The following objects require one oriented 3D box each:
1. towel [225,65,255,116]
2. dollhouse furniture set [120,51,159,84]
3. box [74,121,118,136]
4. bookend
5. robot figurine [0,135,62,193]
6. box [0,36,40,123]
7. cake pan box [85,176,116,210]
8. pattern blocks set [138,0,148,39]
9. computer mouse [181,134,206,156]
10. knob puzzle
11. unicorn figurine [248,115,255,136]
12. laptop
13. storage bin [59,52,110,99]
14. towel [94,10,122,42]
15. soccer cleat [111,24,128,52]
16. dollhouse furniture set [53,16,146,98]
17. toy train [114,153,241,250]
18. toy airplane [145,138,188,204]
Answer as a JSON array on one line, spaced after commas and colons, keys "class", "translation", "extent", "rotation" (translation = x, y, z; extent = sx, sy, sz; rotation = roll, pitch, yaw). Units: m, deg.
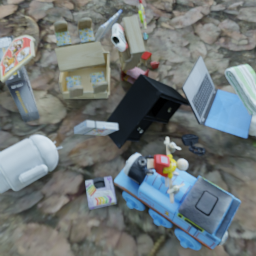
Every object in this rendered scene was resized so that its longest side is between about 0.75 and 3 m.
[{"class": "towel", "translation": [3.241, -1.089, 7.390], "extent": [1.786, 0.274, 1.333], "rotation": [-23, 82, -49]}, {"class": "dollhouse furniture set", "translation": [0.535, -2.171, 9.925], "extent": [0.873, 0.660, 1.622], "rotation": [30, 59, 20]}, {"class": "box", "translation": [-0.852, 0.020, 7.409], "extent": [0.935, 0.729, 0.193], "rotation": [4, 73, -36]}, {"class": "bookend", "translation": [0.582, -0.370, 8.311], "extent": [0.906, 1.954, 1.966], "rotation": [48, 111, 28]}, {"class": "robot figurine", "translation": [-2.697, 0.905, 7.425], "extent": [1.925, 1.087, 1.632], "rotation": [-30, 37, -21]}, {"class": "box", "translation": [-3.454, -1.536, 8.810], "extent": [0.528, 1.729, 2.184], "rotation": [-18, 56, -13]}, {"class": "cake pan box", "translation": [-0.728, 1.696, 7.403], "extent": [0.725, 0.206, 0.788], "rotation": [-8, 54, -8]}, {"class": "pattern blocks set", "translation": [0.566, -4.265, 10.774], "extent": [0.134, 1.648, 1.449], "rotation": [-8, 26, 11]}, {"class": "computer mouse", "translation": [1.752, 0.489, 7.515], "extent": [0.457, 0.265, 1.559], "rotation": [-8, 15, 2]}, {"class": "knob puzzle", "translation": [-2.756, -1.829, 6.793], "extent": [1.327, 0.184, 1.327], "rotation": [-16, 58, 27]}, {"class": "unicorn figurine", "translation": [3.980, -0.206, 8.487], "extent": [1.619, 0.870, 2.357], "rotation": [25, 43, 29]}, {"class": "laptop", "translation": [2.582, -0.917, 7.775], "extent": [1.111, 1.917, 1.795], "rotation": [-10, 33, 39]}, {"class": "storage bin", "translation": [-1.438, -1.787, 9.595], "extent": [1.600, 0.750, 1.589], "rotation": [-1, 54, -1]}, {"class": "towel", "translation": [-0.766, -3.579, 9.935], "extent": [0.159, 0.978, 1.332], "rotation": [41, 56, -9]}, {"class": "soccer cleat", "translation": [-0.311, -2.586, 7.910], "extent": [0.435, 0.350, 1.021], "rotation": [9, 55, -44]}, {"class": "dollhouse furniture set", "translation": [-0.918, -2.300, 8.413], "extent": [2.432, 1.615, 2.131], "rotation": [-13, 85, -12]}, {"class": "toy train", "translation": [1.025, 1.615, 6.537], "extent": [2.937, 1.678, 1.273], "rotation": [31, 60, 21]}, {"class": "toy airplane", "translation": [0.832, 0.803, 5.483], "extent": [0.720, 1.020, 1.016], "rotation": [-14, 15, 23]}]
